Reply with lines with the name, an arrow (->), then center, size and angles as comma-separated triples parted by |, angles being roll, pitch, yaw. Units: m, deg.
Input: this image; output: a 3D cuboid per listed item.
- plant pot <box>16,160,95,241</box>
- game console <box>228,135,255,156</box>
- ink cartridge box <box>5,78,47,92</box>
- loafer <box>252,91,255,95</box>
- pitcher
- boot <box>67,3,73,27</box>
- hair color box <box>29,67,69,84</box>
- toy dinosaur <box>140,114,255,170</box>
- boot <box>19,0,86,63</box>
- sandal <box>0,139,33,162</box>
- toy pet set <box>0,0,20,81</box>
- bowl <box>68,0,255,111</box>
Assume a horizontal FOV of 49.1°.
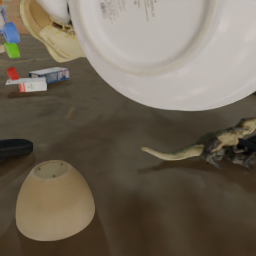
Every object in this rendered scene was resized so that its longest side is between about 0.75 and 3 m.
plant pot -> -1.150, 0.996, 4.378 | 1.224, 0.822, 1.224 | 1, 22, 0
game console -> 3.063, 0.353, 6.802 | 1.286, 0.155, 0.759 | -16, 28, -31
ink cartridge box -> -4.214, -1.787, 11.665 | 1.551, 0.390, 0.845 | -7, 24, -14
loafer -> 5.098, -1.745, 11.184 | 0.678, 0.663, 1.858 | -12, 25, -26
pitcher -> -2.043, -3.702, 7.617 | 1.090, 1.798, 1.543 | -1, 36, 18
boot -> -1.330, -4.035, 8.625 | 1.590, 1.929, 0.633 | 32, 33, 0
hair color box -> -3.632, -2.421, 13.013 | 0.843, 0.510, 1.686 | 15, 27, 32
toy dinosaur -> 1.884, 0.426, 6.051 | 2.958, 0.702, 1.304 | -14, 25, -15
boot -> -1.515, -2.388, 6.863 | 1.530, 1.969, 0.717 | 2, 61, 24
sandal -> -2.998, 0.624, 5.844 | 0.802, 0.510, 2.133 | 20, 17, 41
toy pet set -> -3.408, -2.188, 5.498 | 1.493, 2.625, 2.811 | -26, 3, -23
bowl -> 0.289, -1.021, 2.217 | 2.168, 2.168, 0.974 | 11, 26, 24
